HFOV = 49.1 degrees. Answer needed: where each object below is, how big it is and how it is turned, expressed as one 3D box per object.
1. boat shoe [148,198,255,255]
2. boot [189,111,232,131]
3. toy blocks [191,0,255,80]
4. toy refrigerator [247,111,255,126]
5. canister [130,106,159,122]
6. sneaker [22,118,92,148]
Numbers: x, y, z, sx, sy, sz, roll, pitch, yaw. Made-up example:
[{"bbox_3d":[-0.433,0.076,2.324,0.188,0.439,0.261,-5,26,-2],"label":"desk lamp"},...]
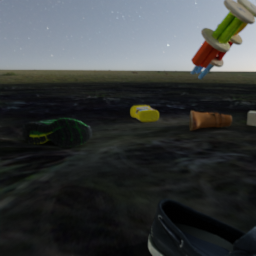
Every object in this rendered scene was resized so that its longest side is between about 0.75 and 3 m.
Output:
[{"bbox_3d":[1.258,1.499,3.252,0.953,0.846,2.551,-9,15,-36],"label":"boat shoe"},{"bbox_3d":[3.461,-0.308,11.701,1.653,0.787,2.137,5,14,21],"label":"boot"},{"bbox_3d":[2.424,-2.244,7.816,0.903,2.487,2.072,44,42,10],"label":"toy blocks"},{"bbox_3d":[6.156,-0.356,12.365,1.569,0.596,0.549,9,15,38],"label":"toy refrigerator"},{"bbox_3d":[0.818,-0.706,13.959,1.067,0.622,1.436,-4,14,-16],"label":"canister"},{"bbox_3d":[-2.345,0.050,9.641,2.482,0.968,1.057,4,13,19],"label":"sneaker"}]
